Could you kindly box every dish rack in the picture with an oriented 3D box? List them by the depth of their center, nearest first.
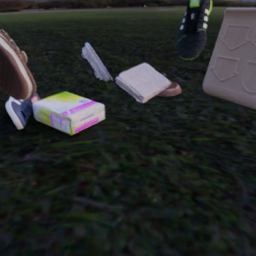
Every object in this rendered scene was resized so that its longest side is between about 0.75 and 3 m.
[{"bbox_3d":[-0.958,-1.828,8.009,0.306,1.208,1.407,-34,18,-2],"label":"dish rack"}]

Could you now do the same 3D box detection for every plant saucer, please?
[{"bbox_3d":[1.709,-1.949,13.405,1.682,0.290,1.682,1,28,0],"label":"plant saucer"}]

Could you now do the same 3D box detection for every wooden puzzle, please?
[{"bbox_3d":[2.914,-1.665,6.724,0.509,2.201,2.038,0,20,-33],"label":"wooden puzzle"}]

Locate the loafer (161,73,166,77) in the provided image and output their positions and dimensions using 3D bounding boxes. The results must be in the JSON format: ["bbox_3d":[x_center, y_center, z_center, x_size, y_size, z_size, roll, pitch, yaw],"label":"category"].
[{"bbox_3d":[1.776,-2.569,14.464,0.342,0.331,0.974,3,32,32],"label":"loafer"}]

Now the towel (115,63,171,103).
[{"bbox_3d":[0.336,-0.990,6.075,0.813,0.211,1.226,42,44,15],"label":"towel"}]

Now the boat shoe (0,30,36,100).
[{"bbox_3d":[-2.798,-1.654,6.707,2.493,0.921,0.922,49,34,18],"label":"boat shoe"}]

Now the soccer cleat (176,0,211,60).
[{"bbox_3d":[2.089,-3.436,8.959,0.964,1.157,2.855,7,61,22],"label":"soccer cleat"}]

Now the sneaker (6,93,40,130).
[{"bbox_3d":[-3.830,-0.832,10.492,1.074,0.953,2.542,-22,33,-8],"label":"sneaker"}]

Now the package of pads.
[{"bbox_3d":[-2.251,-0.584,10.394,2.225,0.759,1.719,20,33,34],"label":"package of pads"}]
